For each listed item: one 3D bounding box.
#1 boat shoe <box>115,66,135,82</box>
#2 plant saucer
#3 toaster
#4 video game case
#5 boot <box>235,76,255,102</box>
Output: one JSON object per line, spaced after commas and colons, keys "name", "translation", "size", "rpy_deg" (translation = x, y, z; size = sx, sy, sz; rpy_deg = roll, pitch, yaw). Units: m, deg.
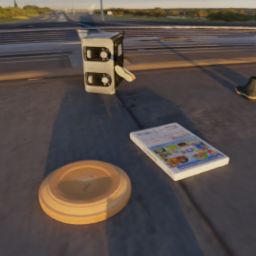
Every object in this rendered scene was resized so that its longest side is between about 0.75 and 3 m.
{"name": "boat shoe", "translation": [-0.117, -1.922, 9.800], "size": [0.774, 0.276, 0.242], "rpy_deg": [39, 50, 12]}
{"name": "plant saucer", "translation": [-1.046, 1.418, 6.885], "size": [2.227, 0.359, 2.227], "rpy_deg": [0, 27, 0]}
{"name": "toaster", "translation": [-1.148, -3.370, 14.024], "size": [1.723, 2.626, 2.904], "rpy_deg": [5, 27, 10]}
{"name": "video game case", "translation": [1.463, 0.604, 8.673], "size": [1.869, 0.235, 2.610], "rpy_deg": [-12, 28, -24]}
{"name": "boot", "translation": [5.566, -1.986, 12.964], "size": [0.614, 1.096, 1.585], "rpy_deg": [-5, 26, -11]}
